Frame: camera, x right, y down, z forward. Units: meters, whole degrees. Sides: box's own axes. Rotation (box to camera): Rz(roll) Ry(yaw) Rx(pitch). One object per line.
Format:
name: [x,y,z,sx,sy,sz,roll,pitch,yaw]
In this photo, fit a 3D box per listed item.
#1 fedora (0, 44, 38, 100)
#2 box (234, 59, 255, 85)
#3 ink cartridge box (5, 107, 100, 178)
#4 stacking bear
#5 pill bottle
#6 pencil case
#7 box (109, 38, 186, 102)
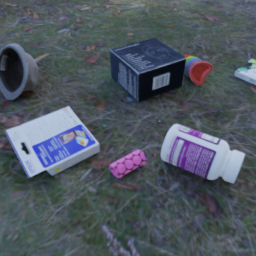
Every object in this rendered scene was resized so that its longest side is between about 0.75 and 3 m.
fedora: [-4.920,-2.524,12.809,1.165,2.282,2.580,-4,58,-56]
box: [6.333,-2.819,14.041,1.251,0.315,1.733,34,51,31]
ink cartridge box: [-2.779,0.501,10.273,2.609,0.613,2.578,-26,51,-21]
stacking bear: [3.117,-3.038,13.776,1.056,1.128,1.857,21,22,-25]
pill bottle: [2.444,0.887,9.270,2.450,1.375,1.375,22,47,21]
pencil case: [0.014,1.244,9.507,1.283,0.582,0.601,-26,81,-23]
box: [0.856,-2.786,13.048,2.573,1.595,2.529,-22,47,-22]
